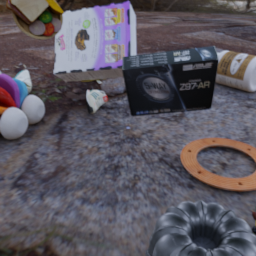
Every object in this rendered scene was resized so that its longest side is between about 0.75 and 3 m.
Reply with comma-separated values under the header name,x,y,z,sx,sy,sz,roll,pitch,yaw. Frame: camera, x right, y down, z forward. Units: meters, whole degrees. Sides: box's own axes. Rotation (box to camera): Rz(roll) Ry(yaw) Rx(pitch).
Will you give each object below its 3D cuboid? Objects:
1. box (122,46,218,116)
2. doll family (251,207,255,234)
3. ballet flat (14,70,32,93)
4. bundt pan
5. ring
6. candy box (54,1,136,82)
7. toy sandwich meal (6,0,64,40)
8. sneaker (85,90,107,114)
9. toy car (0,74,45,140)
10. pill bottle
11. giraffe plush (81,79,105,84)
name,x,y,z,sx,sy,sz,roll,pitch,yaw
box,1.027,-1.082,6.976,2.161,1.731,0.470,-5,53,5
doll family,2.816,2.127,5.467,0.709,0.481,1.227,-1,31,-12
ballet flat,-4.816,-1.694,12.360,0.943,0.943,2.715,5,33,9
bundt pan,1.382,2.125,5.119,2.118,0.795,2.118,-1,28,0
ring,2.726,0.981,7.860,2.496,0.239,2.496,-1,27,0
candy box,-1.198,-3.081,10.317,2.887,2.422,1.033,-2,-8,14
toy sandwich meal,-1.562,-2.012,4.841,0.959,0.959,0.328,-15,5,-26
sneaker,-1.259,-1.143,11.378,0.842,0.634,1.801,-8,26,-4
toy car,-4.276,-0.844,9.504,2.198,1.884,2.512,7,29,14
pill bottle,4.953,-2.845,13.534,1.607,1.607,2.810,-22,35,-35
giraffe plush,-1.871,-3.160,14.384,1.451,1.364,1.682,-25,37,-38
